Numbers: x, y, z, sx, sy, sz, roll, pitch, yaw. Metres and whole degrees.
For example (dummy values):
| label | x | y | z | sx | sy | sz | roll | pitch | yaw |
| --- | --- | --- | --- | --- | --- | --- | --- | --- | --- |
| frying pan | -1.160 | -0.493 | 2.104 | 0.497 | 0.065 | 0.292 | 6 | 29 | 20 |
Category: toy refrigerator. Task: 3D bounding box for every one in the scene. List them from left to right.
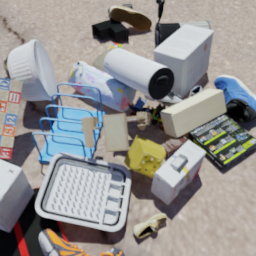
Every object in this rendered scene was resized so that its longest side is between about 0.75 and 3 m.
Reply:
| label | x | y | z | sx | sy | sz | roll | pitch | yaw |
| --- | --- | --- | --- | --- | --- | --- | --- | --- | --- |
| toy refrigerator | 2.525 | -0.620 | 10.872 | 2.491 | 0.946 | 0.872 | -26 | 23 | -20 |

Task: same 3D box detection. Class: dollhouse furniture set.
| label | x | y | z | sx | sy | sz | roll | pitch | yaw |
| --- | --- | --- | --- | --- | --- | --- | --- | --- | --- |
| dollhouse furniture set | -0.271 | 0.125 | 9.787 | 2.035 | 2.387 | 1.165 | -5 | 91 | 12 |

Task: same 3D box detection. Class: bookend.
| label | x | y | z | sx | sy | sz | roll | pitch | yaw |
| --- | --- | --- | --- | --- | --- | --- | --- | --- | --- |
| bookend | -0.973 | -5.177 | 15.268 | 1.507 | 0.699 | 1.517 | -25 | 53 | -20 |

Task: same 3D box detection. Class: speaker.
| label | x | y | z | sx | sy | sz | roll | pitch | yaw |
| --- | --- | --- | --- | --- | --- | --- | --- | --- | --- |
| speaker | 0.315 | -2.012 | 10.146 | 1.181 | 1.181 | 2.908 | -29 | 39 | -23 |

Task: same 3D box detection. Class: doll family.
| label | x | y | z | sx | sy | sz | roll | pitch | yaw |
| --- | --- | --- | --- | --- | --- | --- | --- | --- | --- |
| doll family | 0.878 | -0.541 | 11.213 | 1.913 | 0.751 | 1.106 | 18 | 53 | 17 |

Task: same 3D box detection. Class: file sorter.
| label | x | y | z | sx | sy | sz | roll | pitch | yaw |
| --- | --- | --- | --- | --- | --- | --- | --- | --- | --- |
| file sorter | -2.074 | -0.171 | 10.259 | 1.870 | 1.653 | 2.695 | 7 | 49 | 5 |

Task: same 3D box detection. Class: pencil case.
| label | x | y | z | sx | sy | sz | roll | pitch | yaw |
| --- | --- | --- | --- | --- | --- | --- | --- | --- | --- |
| pencil case | -1.107 | -1.789 | 11.873 | 2.958 | 1.342 | 1.230 | 29 | 43 | 22 |

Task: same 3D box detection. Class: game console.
| label | x | y | z | sx | sy | sz | roll | pitch | yaw |
| --- | --- | --- | --- | --- | --- | --- | --- | --- | --- |
| game console | -3.124 | 3.116 | 8.273 | 2.218 | 0.389 | 2.508 | -24 | 53 | -16 |

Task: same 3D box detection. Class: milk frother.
| label | x | y | z | sx | sy | sz | roll | pitch | yaw |
| --- | --- | --- | --- | --- | --- | --- | --- | --- | --- |
| milk frother | 2.645 | -5.213 | 13.983 | 2.574 | 2.736 | 2.469 | -5 | 45 | -5 |

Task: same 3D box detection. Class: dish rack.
| label | x | y | z | sx | sy | sz | roll | pitch | yaw |
| --- | --- | --- | --- | --- | --- | --- | --- | --- | --- |
| dish rack | -1.330 | 2.020 | 8.778 | 2.653 | 0.578 | 2.277 | 14 | 50 | -5 |

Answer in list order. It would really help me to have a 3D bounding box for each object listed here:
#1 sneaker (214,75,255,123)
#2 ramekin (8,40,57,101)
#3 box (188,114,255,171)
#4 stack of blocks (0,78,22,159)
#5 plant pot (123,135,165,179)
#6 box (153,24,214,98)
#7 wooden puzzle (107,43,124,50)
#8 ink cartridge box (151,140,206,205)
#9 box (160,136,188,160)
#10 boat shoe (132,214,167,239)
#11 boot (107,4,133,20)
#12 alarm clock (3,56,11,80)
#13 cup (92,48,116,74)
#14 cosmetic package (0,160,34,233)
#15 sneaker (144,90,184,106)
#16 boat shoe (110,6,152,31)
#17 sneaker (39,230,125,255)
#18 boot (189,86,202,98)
| label | x | y | z | sx | sy | sz | roll | pitch | yaw |
| --- | --- | --- | --- | --- | --- | --- | --- | --- | --- |
| sneaker | 4.279 | -1.201 | 11.592 | 1.424 | 0.983 | 2.561 | -24 | 59 | -30 |
| ramekin | -3.789 | -2.177 | 11.151 | 1.137 | 2.441 | 2.441 | -13 | 49 | 2 |
| box | 3.550 | 0.451 | 10.521 | 1.895 | 0.450 | 1.830 | -27 | 56 | -23 |
| stack of blocks | -4.596 | -0.361 | 9.423 | 1.538 | 0.782 | 2.671 | 9 | 88 | -28 |
| plant pot | 0.595 | 1.035 | 9.098 | 1.081 | 1.074 | 1.105 | 25 | 8 | -11 |
| box | 2.427 | -2.952 | 12.356 | 1.436 | 2.057 | 2.701 | 25 | 52 | 28 |
| wooden puzzle | -0.661 | -4.279 | 14.853 | 0.790 | 0.147 | 0.730 | 10 | 50 | 9 |
| ink cartridge box | 1.625 | 1.447 | 9.063 | 0.756 | 1.303 | 1.766 | 36 | 59 | 25 |
| box | 1.693 | 0.685 | 10.325 | 1.025 | 0.384 | 0.513 | -26 | 47 | -20 |
| boat shoe | 0.694 | 2.941 | 8.296 | 1.118 | 0.414 | 0.371 | -25 | 27 | -11 |
| boot | -0.407 | -6.883 | 16.949 | 1.620 | 0.565 | 1.067 | -16 | 53 | 1 |
| alarm clock | -4.748 | -2.994 | 13.179 | 1.794 | 0.886 | 2.660 | 3 | 54 | -1 |
| cup | -0.712 | -2.655 | 12.690 | 1.536 | 1.536 | 1.099 | -28 | 74 | -23 |
| cosmetic package | -3.761 | 1.848 | 7.908 | 1.389 | 1.670 | 1.398 | 20 | 55 | 9 |
| sneaker | 1.543 | -1.569 | 11.086 | 2.133 | 0.805 | 1.214 | 10 | 82 | -40 |
| boat shoe | 0.154 | -6.243 | 15.682 | 2.537 | 0.935 | 0.878 | 13 | 37 | -25 |
| sneaker | -1.069 | 3.514 | 7.421 | 2.716 | 1.054 | 1.522 | 47 | 55 | 10 |
| boot | 2.602 | -1.174 | 11.744 | 0.555 | 0.722 | 1.510 | 26 | 54 | 21 |
